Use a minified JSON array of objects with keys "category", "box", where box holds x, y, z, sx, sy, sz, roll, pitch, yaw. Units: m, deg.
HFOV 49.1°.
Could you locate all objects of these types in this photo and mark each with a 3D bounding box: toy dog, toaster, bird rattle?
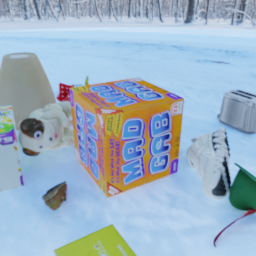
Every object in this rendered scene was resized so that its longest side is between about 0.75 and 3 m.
[{"category":"toy dog","box":[-2.653,-0.002,8.787,2.029,1.460,2.093,12,19,-3]},{"category":"toaster","box":[4.442,-0.703,11.015,1.145,1.301,2.014,-13,28,-28]},{"category":"bird rattle","box":[-1.819,-1.051,11.200,1.246,1.803,2.212,22,40,25]}]

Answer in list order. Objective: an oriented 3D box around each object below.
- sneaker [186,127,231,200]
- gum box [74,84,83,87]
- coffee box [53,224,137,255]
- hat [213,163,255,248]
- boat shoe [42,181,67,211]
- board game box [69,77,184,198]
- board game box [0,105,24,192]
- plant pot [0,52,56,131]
[{"category":"sneaker","box":[2.254,0.992,7.946,1.202,1.114,2.966,-8,21,21]},{"category":"gum box","box":[-2.915,-1.947,14.806,1.207,0.317,1.421,-8,26,-16]},{"category":"coffee box","box":[-0.450,2.471,4.508,1.111,1.099,1.109,-15,29,-28]},{"category":"hat","box":[2.682,1.921,6.784,1.863,1.640,1.543,31,10,-31]},{"category":"boat shoe","box":[-1.764,1.688,6.934,0.466,0.440,1.295,-29,2,6]},{"category":"board game box","box":[-0.113,0.080,8.090,2.340,2.340,2.342,-14,29,-27]},{"category":"board game box","box":[-3.998,0.516,8.224,1.432,1.458,2.781,-10,28,-21]},{"category":"plant pot","box":[-4.169,-1.600,11.329,2.495,2.664,2.495,0,26,0]}]
